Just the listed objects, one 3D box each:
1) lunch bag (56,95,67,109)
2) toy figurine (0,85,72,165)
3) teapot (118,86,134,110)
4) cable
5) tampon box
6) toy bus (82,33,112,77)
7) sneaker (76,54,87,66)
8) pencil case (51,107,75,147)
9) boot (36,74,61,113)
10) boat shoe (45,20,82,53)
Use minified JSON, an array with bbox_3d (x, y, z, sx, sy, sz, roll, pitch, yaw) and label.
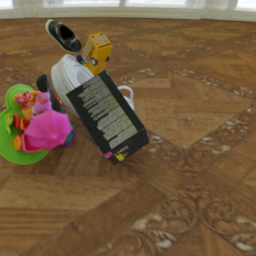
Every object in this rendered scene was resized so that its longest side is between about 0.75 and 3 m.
[{"bbox_3d":[-2.993,-1.496,13.094,0.448,1.094,0.964,-6,-13,25],"label":"lunch bag"},{"bbox_3d":[-2.642,-0.256,8.288,1.974,2.630,2.421,-1,-6,-41],"label":"toy figurine"},{"bbox_3d":[-0.694,-0.782,11.790,1.748,1.294,1.771,2,61,49],"label":"teapot"},{"bbox_3d":[-2.192,-1.796,12.564,1.008,2.911,2.910,-28,-10,19],"label":"cable"},{"bbox_3d":[-0.639,-0.280,9.719,1.609,1.910,2.549,-33,71,-2],"label":"tampon box"},{"bbox_3d":[-1.727,-3.305,13.870,0.892,2.741,1.073,-30,79,-34],"label":"toy bus"},{"bbox_3d":[-2.142,-3.092,12.534,0.310,0.838,0.345,-29,69,5],"label":"sneaker"},{"bbox_3d":[-2.858,-0.135,11.826,0.906,0.984,2.129,-18,35,-14],"label":"pencil case"},{"bbox_3d":[-3.074,-1.284,11.042,0.483,1.213,1.394,-20,60,7],"label":"boot"},{"bbox_3d":[-2.885,-4.273,13.424,0.820,0.871,2.424,10,-9,24],"label":"boat shoe"}]
